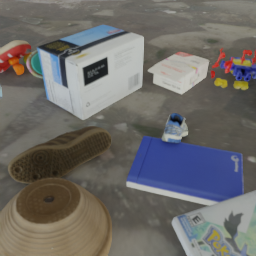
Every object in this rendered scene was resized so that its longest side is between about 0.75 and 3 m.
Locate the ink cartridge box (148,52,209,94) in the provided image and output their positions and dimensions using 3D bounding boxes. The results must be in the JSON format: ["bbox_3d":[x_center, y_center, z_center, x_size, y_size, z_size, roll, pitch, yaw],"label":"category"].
[{"bbox_3d":[1.579,-1.729,8.912,1.129,0.654,1.939,28,44,31],"label":"ink cartridge box"}]

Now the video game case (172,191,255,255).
[{"bbox_3d":[1.971,2.019,4.151,1.930,0.233,2.118,-12,47,-16],"label":"video game case"}]

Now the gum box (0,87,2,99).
[{"bbox_3d":[-2.685,-1.148,3.811,0.641,2.445,2.878,-4,70,-44],"label":"gum box"}]

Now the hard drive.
[{"bbox_3d":[1.219,0.865,5.841,2.185,0.277,1.442,10,39,13],"label":"hard drive"}]

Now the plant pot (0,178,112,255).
[{"bbox_3d":[-1.213,1.429,4.426,1.950,0.900,1.950,4,30,-2],"label":"plant pot"}]

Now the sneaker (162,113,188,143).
[{"bbox_3d":[1.177,-0.080,6.644,0.519,0.574,1.348,11,18,15],"label":"sneaker"}]

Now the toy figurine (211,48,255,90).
[{"bbox_3d":[3.852,-2.050,8.956,2.351,1.240,1.408,8,33,8],"label":"toy figurine"}]

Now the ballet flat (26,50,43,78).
[{"bbox_3d":[-2.512,-2.368,9.655,1.011,0.982,2.842,3,29,34],"label":"ballet flat"}]

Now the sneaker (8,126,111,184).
[{"bbox_3d":[-1.450,0.544,6.083,2.179,0.767,0.823,-18,17,-21],"label":"sneaker"}]

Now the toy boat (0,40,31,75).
[{"bbox_3d":[-3.850,-2.234,9.411,1.464,0.957,0.955,-24,9,15],"label":"toy boat"}]

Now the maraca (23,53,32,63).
[{"bbox_3d":[-3.220,-2.345,9.887,0.914,0.489,0.626,20,56,-10],"label":"maraca"}]

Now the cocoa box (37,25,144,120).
[{"bbox_3d":[-0.973,-1.704,8.014,1.655,1.682,2.521,28,46,31],"label":"cocoa box"}]
